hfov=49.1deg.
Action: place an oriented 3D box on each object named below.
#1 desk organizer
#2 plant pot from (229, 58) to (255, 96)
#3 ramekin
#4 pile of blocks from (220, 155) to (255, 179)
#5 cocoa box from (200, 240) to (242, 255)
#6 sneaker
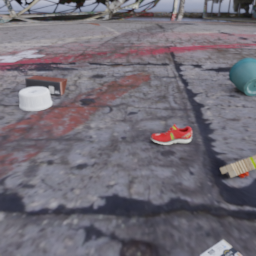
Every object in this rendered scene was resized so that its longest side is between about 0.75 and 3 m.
[{"bbox_3d":[-3.975,-2.094,13.743,1.961,0.703,0.755,9,25,17],"label":"desk organizer"},{"bbox_3d":[5.858,-2.333,13.477,1.551,1.551,1.457,-1,41,-3],"label":"plant pot"},{"bbox_3d":[-4.035,-1.289,12.133,1.383,0.674,1.383,0,27,0],"label":"ramekin"},{"bbox_3d":[3.198,1.117,7.701,1.445,0.593,0.449,-16,72,-12],"label":"pile of blocks"},{"bbox_3d":[1.373,2.501,4.404,1.134,0.756,0.744,-16,31,-30],"label":"cocoa box"},{"bbox_3d":[1.425,0.179,9.257,1.408,0.598,0.542,-5,27,-10],"label":"sneaker"}]
